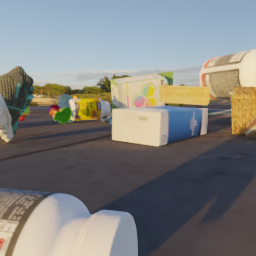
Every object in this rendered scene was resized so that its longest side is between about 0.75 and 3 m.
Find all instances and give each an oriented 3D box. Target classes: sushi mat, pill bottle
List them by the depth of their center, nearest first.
[{"bbox_3d":[-0.438,0.499,1.087,0.881,0.510,0.510,1,6,16],"label":"pill bottle"},{"bbox_3d":[1.215,-0.715,6.109,1.091,0.522,0.066,4,48,13],"label":"sushi mat"},{"bbox_3d":[3.780,-1.715,9.196,1.524,1.524,2.631,-3,6,-29],"label":"pill bottle"},{"bbox_3d":[-1.480,-0.712,10.734,1.486,0.812,0.812,-5,7,-23],"label":"pill bottle"}]

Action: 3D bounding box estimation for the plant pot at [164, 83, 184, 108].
[{"bbox_3d":[2.261,-1.360,14.985,1.224,1.725,1.725,37,23,24],"label":"plant pot"}]

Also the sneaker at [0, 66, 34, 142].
[{"bbox_3d":[-2.236,-0.426,5.342,1.059,0.901,2.322,-46,9,-24],"label":"sneaker"}]

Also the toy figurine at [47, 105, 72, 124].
[{"bbox_3d":[-2.513,-0.545,9.798,0.742,0.605,0.806,25,21,30],"label":"toy figurine"}]

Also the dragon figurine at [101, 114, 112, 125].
[{"bbox_3d":[-0.542,-0.249,9.990,0.834,0.415,0.246,20,7,7],"label":"dragon figurine"}]

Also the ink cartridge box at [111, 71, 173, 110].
[{"bbox_3d":[0.769,-1.400,11.730,2.874,1.492,0.852,-12,28,-19],"label":"ink cartridge box"}]

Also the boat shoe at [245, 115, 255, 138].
[{"bbox_3d":[3.043,-0.334,5.657,0.696,0.660,1.839,11,-28,-12],"label":"boat shoe"}]

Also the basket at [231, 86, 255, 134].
[{"bbox_3d":[3.032,-0.446,6.889,0.834,1.120,0.799,2,29,30],"label":"basket"}]

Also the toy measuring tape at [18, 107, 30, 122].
[{"bbox_3d":[-3.122,-0.430,7.245,0.642,0.642,1.746,2,6,21],"label":"toy measuring tape"}]

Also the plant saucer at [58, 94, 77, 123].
[{"bbox_3d":[-2.308,-0.711,10.669,0.222,1.152,1.152,-19,-4,29],"label":"plant saucer"}]

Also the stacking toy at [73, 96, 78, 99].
[{"bbox_3d":[-2.439,-0.965,13.059,0.616,1.061,0.582,-1,6,23],"label":"stacking toy"}]

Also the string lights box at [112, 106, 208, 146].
[{"bbox_3d":[0.814,-0.129,6.348,1.172,0.673,2.281,7,9,38],"label":"string lights box"}]

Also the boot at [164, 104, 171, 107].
[{"bbox_3d":[1.618,-0.932,13.268,1.811,0.655,1.506,-5,20,32],"label":"boot"}]
